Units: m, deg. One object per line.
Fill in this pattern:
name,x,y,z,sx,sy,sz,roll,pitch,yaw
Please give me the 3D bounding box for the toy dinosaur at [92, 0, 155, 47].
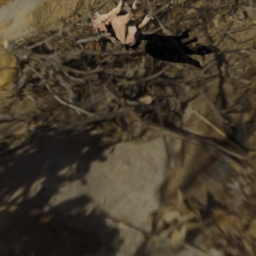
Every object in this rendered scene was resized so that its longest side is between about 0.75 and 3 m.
toy dinosaur,-0.158,-3.403,9.582,1.135,1.793,2.645,6,42,-36
